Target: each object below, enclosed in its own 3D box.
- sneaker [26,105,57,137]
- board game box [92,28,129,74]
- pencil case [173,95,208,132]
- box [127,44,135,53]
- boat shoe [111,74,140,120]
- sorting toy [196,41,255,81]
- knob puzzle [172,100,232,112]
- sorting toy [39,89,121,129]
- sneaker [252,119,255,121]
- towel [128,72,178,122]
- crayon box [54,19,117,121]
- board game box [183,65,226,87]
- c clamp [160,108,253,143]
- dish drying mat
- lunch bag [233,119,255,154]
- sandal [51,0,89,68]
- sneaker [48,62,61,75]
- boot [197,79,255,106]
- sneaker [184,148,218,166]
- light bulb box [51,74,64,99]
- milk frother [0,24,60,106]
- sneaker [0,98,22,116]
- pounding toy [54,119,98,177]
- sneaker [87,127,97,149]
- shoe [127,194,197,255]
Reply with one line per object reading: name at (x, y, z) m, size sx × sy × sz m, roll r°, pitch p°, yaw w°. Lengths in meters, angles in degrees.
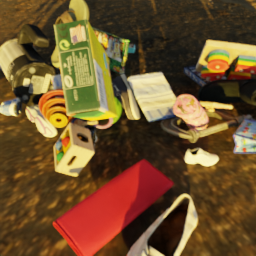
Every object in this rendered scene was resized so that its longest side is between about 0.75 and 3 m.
sneaker at (-2.568, -0.330, 8.812) m, size 0.836 × 0.628 × 1.678 m, roll -22°, pitch 44°, yaw -31°
board game box at (-0.941, -3.310, 11.847) m, size 0.303 × 1.354 × 2.585 m, roll -14°, pitch 34°, yaw -37°
pencil case at (1.829, -0.402, 8.090) m, size 0.728 × 1.682 × 0.696 m, roll -26°, pitch 67°, yaw 16°
box at (-0.217, -3.864, 13.561) m, size 1.062 × 0.261 × 0.437 m, roll 5°, pitch 39°, yaw 6°
boat shoe at (-0.219, -0.982, 9.545) m, size 0.831 × 0.962 × 2.649 m, roll -21°, pitch 35°, yaw 3°
sorting toy at (3.504, -2.138, 9.863) m, size 1.966 × 1.978 × 0.688 m, roll 9°, pitch 77°, yaw 6°
knob puzzle at (2.455, -0.630, 8.780) m, size 1.850 × 0.257 × 1.850 m, roll 6°, pitch 4°, yaw 0°
sorting toy at (-1.362, -0.257, 8.105) m, size 2.415 × 1.451 × 0.991 m, roll 7°, pitch 41°, yaw -15°
sneaker at (4.008, 0.016, 8.684) m, size 0.799 × 0.300 × 0.459 m, roll 25°, pitch 52°, yaw 24°
towel at (0.911, -1.081, 9.298) m, size 1.388 × 0.225 × 1.890 m, roll -12°, pitch 59°, yaw -21°
crayon box at (-0.833, -1.079, 6.458) m, size 0.696 × 1.741 × 2.742 m, roll -9°, pitch -3°, yaw 5°
board game box at (3.139, -2.106, 11.338) m, size 1.076 × 0.275 × 1.588 m, roll -16°, pitch 41°, yaw -19°
c clamp at (2.480, -0.130, 8.479) m, size 2.737 × 0.371 × 2.338 m, roll -13°, pitch 28°, yaw -16°
dish drying mat at (-0.225, 1.717, 6.434) m, size 1.086 × 0.257 × 2.827 m, roll 36°, pitch 47°, yaw 29°
lunch bag at (3.683, 0.297, 7.570) m, size 1.347 × 0.633 × 1.014 m, roll 8°, pitch 31°, yaw 38°
sandal at (-2.093, -3.360, 9.602) m, size 1.041 × 0.748 × 2.622 m, roll 9°, pitch 78°, yaw 40°
sneaker at (-2.601, -2.084, 11.021) m, size 0.841 × 0.718 × 1.908 m, roll 20°, pitch 29°, yaw -40°
boot at (3.670, -1.053, 8.875) m, size 2.452 × 0.907 × 2.009 m, roll -8°, pitch 16°, yaw -2°
sneaker at (2.000, 0.763, 7.596) m, size 0.916 × 0.455 × 0.357 m, roll 1°, pitch 39°, yaw 2°
light bulb box at (-1.806, -1.164, 9.387) m, size 1.237 × 1.226 × 0.772 m, roll -16°, pitch 42°, yaw -18°
milk frother at (-3.115, -2.240, 10.578) m, size 2.692 × 2.429 × 2.532 m, roll 25°, pitch 16°, yaw -46°
sneaker at (-3.618, -0.674, 8.703) m, size 0.549 × 0.539 × 1.424 m, roll 1°, pitch 7°, yaw -12°
pounding toy at (-1.429, 0.231, 7.438) m, size 0.698 × 1.340 × 1.525 m, roll 23°, pitch 28°, yaw -31°
sneaker at (-1.142, 0.354, 8.022) m, size 0.368 × 0.563 × 1.007 m, roll 2°, pitch 39°, yaw 4°
shoe at (0.599, 2.284, 5.502) m, size 0.885 × 0.676 × 2.531 m, roll 25°, pitch 45°, yaw 28°
